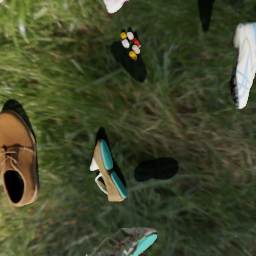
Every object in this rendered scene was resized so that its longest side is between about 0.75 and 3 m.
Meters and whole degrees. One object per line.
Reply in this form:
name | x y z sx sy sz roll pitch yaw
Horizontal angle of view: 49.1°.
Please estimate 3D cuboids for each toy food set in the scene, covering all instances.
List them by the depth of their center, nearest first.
toy food set | 0.119 -2.567 8.680 0.423 0.398 0.885 -31 69 12

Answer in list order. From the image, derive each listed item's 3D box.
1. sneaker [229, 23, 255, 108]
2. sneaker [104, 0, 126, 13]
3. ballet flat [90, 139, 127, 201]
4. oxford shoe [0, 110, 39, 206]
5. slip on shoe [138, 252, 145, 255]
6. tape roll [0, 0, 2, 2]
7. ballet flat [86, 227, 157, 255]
sneaker | 2.488 -1.286 5.843 0.642 0.637 1.772 5 96 9
sneaker | -0.169 -3.401 6.954 1.100 0.485 0.447 -40 44 7
ballet flat | -0.703 1.318 8.327 0.695 0.651 1.920 -24 91 17
oxford shoe | -3.271 0.820 8.098 1.032 1.031 2.892 -16 85 0
slip on shoe | 0.832 3.202 6.453 1.403 0.520 0.429 7 67 18
tape roll | -2.518 -2.878 5.278 2.109 0.385 2.109 -20 51 26
ballet flat | -0.102 1.889 4.455 0.506 1.584 0.599 40 117 25
